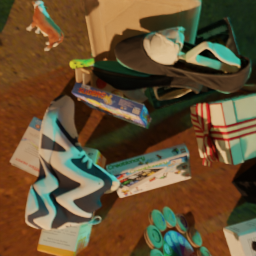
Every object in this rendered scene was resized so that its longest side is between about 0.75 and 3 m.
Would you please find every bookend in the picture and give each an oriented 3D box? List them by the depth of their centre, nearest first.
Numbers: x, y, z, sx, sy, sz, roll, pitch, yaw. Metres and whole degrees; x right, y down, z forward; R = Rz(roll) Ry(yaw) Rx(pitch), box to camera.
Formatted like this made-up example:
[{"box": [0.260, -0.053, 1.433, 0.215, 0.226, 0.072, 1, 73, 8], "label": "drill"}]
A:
[{"box": [3.702, 1.206, 7.119, 1.570, 1.560, 0.723, -36, 81, -7], "label": "bookend"}]

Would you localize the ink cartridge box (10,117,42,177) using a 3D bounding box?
[{"box": [-2.406, 0.566, 7.719, 1.007, 0.590, 1.394, 25, 79, 4], "label": "ink cartridge box"}]

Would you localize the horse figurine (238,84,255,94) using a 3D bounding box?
[{"box": [3.922, -0.768, 7.237, 1.585, 2.392, 0.597, 2, 120, -6], "label": "horse figurine"}]

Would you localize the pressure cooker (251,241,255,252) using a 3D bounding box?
[{"box": [3.216, 2.327, 5.381, 1.248, 1.229, 1.397, 41, 54, -3], "label": "pressure cooker"}]

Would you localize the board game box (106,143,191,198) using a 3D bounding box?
[{"box": [0.548, 1.082, 6.841, 1.922, 1.213, 0.333, -16, 50, 3], "label": "board game box"}]

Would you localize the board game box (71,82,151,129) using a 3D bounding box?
[{"box": [-0.314, -0.459, 5.986, 1.540, 1.042, 0.265, 21, 82, 16], "label": "board game box"}]

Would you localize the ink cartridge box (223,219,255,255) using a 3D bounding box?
[{"box": [4.017, 3.148, 7.004, 2.555, 1.070, 1.844, -15, 80, -3], "label": "ink cartridge box"}]

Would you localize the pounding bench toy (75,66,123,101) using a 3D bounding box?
[{"box": [-0.502, -1.146, 7.418, 1.405, 1.096, 0.873, -15, 117, -31], "label": "pounding bench toy"}]

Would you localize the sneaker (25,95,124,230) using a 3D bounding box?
[{"box": [-0.953, 0.730, 5.925, 1.815, 1.114, 2.790, 8, 67, -6], "label": "sneaker"}]

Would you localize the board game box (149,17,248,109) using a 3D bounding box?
[{"box": [1.689, -1.662, 7.585, 2.524, 0.355, 1.707, -16, 83, 27], "label": "board game box"}]

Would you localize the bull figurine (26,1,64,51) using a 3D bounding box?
[{"box": [-1.759, -2.129, 5.842, 1.023, 0.333, 0.621, 51, 123, 6], "label": "bull figurine"}]

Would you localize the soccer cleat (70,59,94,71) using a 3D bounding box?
[{"box": [-1.061, -1.859, 8.201, 1.255, 0.406, 0.525, 2, 53, -7], "label": "soccer cleat"}]

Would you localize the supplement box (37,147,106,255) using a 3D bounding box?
[{"box": [-1.284, 1.751, 6.943, 0.885, 1.517, 2.408, 10, 77, 6], "label": "supplement box"}]

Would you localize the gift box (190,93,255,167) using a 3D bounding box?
[{"box": [2.571, 0.059, 7.220, 1.698, 1.818, 1.678, -13, 89, -16], "label": "gift box"}]

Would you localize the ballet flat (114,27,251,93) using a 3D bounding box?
[{"box": [1.171, -1.510, 5.715, 2.851, 0.975, 0.969, 12, 65, -6], "label": "ballet flat"}]

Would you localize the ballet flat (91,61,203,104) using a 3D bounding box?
[{"box": [0.529, -1.046, 6.454, 2.725, 0.927, 0.932, -2, 118, -7], "label": "ballet flat"}]

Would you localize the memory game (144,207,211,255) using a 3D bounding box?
[{"box": [1.188, 2.771, 5.855, 0.151, 2.376, 2.376, -39, 81, 26], "label": "memory game"}]

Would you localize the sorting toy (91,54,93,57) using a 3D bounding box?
[{"box": [-0.879, -2.304, 8.101, 0.395, 0.819, 0.139, -25, 74, -24], "label": "sorting toy"}]

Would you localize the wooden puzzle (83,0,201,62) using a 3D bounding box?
[{"box": [0.305, -2.227, 6.768, 2.562, 2.370, 0.477, 12, 57, 11], "label": "wooden puzzle"}]
